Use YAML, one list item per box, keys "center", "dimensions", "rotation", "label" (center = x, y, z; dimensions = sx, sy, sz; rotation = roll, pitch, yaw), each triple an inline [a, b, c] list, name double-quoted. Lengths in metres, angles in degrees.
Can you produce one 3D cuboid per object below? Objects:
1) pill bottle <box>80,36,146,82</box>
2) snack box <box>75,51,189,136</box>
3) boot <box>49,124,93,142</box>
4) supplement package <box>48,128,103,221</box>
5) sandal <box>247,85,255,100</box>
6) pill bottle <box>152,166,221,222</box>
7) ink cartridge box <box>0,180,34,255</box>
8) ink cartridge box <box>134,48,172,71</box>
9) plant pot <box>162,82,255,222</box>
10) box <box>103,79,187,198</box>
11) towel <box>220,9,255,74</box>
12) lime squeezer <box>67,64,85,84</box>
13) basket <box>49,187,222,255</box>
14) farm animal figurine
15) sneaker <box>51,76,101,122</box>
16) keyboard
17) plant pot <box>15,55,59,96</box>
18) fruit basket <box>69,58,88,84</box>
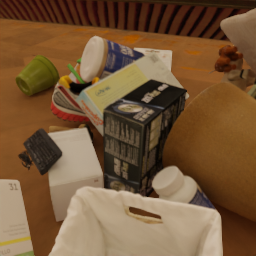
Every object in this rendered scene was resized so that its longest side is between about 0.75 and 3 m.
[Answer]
- center: [-0.138, -1.836, 8.820]
  dimensions: [2.463, 1.367, 1.367]
  rotation: [11, 26, -30]
  label: "pill bottle"
- center: [0.251, -0.785, 7.394]
  dimensions: [2.905, 0.539, 1.688]
  rotation: [-37, 89, -37]
  label: "snack box"
- center: [-1.508, 0.109, 7.140]
  dimensions: [1.084, 0.949, 0.359]
  rotation: [9, 68, 8]
  label: "boot"
- center: [-1.137, 0.876, 5.753]
  dimensions: [0.968, 0.964, 1.650]
  rotation: [-9, 33, -16]
  label: "supplement package"
- center: [2.537, -0.316, 7.130]
  dimensions: [2.296, 0.911, 0.655]
  rotation: [-42, 62, -18]
  label: "sandal"
- center: [0.958, 1.250, 4.684]
  dimensions: [0.683, 1.231, 0.683]
  rotation: [-35, 17, 12]
  label: "pill bottle"
- center: [-2.432, 0.837, 3.870]
  dimensions: [0.626, 1.901, 2.612]
  rotation: [-27, 68, 19]
  label: "ink cartridge box"
- center: [0.849, -2.388, 10.859]
  dimensions: [1.613, 0.499, 1.989]
  rotation: [6, 43, 6]
  label: "ink cartridge box"
- center: [2.235, 0.698, 5.029]
  dimensions: [2.241, 2.241, 2.404]
  rotation: [-22, 44, -30]
  label: "plant pot"
- center: [0.333, 0.279, 5.700]
  dimensions: [0.868, 2.017, 1.651]
  rotation: [22, 40, 27]
  label: "box"
- center: [3.628, -2.226, 7.688]
  dimensions: [0.388, 2.251, 1.492]
  rotation: [-52, 21, -8]
  label: "towel"
- center: [-0.821, -1.145, 8.765]
  dimensions: [2.467, 0.871, 0.465]
  rotation: [20, -4, -24]
  label: "lime squeezer"
- center: [0.065, 1.957, 3.351]
  dimensions: [1.855, 1.505, 1.872]
  rotation: [7, 45, 12]
  label: "basket"
- center: [3.734, -1.645, 8.526]
  dimensions: [2.842, 2.295, 1.429]
  rotation: [-17, 11, -17]
  label: "farm animal figurine"
- center: [-0.660, -0.701, 7.780]
  dimensions: [2.871, 1.180, 1.118]
  rotation: [9, 32, -10]
  label: "sneaker"
- center: [-1.819, 0.436, 5.466]
  dimensions: [0.759, 0.289, 1.458]
  rotation: [-49, 35, -8]
  label: "keyboard"
- center: [-3.227, -1.734, 9.749]
  dimensions: [1.179, 1.179, 1.135]
  rotation: [21, 51, 29]
  label: "plant pot"
- center: [-1.446, -1.788, 9.550]
  dimensions: [1.266, 0.641, 1.367]
  rotation: [22, 79, 34]
  label: "fruit basket"
